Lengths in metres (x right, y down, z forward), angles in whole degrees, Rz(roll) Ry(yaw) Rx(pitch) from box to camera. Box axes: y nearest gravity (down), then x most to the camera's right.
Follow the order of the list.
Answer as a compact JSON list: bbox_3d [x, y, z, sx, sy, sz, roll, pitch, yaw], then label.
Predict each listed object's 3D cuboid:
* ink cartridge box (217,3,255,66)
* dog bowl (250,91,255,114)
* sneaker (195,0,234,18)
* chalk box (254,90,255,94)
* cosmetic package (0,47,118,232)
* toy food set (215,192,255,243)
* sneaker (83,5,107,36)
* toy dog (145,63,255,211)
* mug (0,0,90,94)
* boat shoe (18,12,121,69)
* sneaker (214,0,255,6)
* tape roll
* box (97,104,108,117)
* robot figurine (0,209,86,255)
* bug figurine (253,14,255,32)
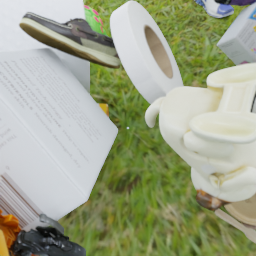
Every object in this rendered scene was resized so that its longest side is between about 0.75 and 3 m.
[{"bbox_3d":[3.043,-1.822,6.344,1.625,0.688,1.174,39,81,-14],"label":"ink cartridge box"},{"bbox_3d":[3.119,-0.018,3.524,2.789,2.789,1.028,6,40,4],"label":"dog bowl"},{"bbox_3d":[3.150,-4.893,10.334,0.704,1.007,1.744,-25,57,-17],"label":"sneaker"},{"bbox_3d":[2.944,0.085,6.115,2.479,1.536,1.547,31,49,22],"label":"chalk box"},{"bbox_3d":[-1.489,0.194,3.844,1.815,1.804,2.169,-36,11,15],"label":"cosmetic package"},{"bbox_3d":[2.421,1.606,5.744,1.074,0.312,1.556,32,44,24],"label":"toy food set"},{"bbox_3d":[-0.712,-1.785,5.495,0.562,1.341,0.515,-10,60,13],"label":"sneaker"},{"bbox_3d":[0.978,0.294,3.122,1.475,1.521,1.062,-7,41,27],"label":"toy dog"},{"bbox_3d":[-2.161,-1.907,5.251,2.553,2.912,2.149,-7,33,-13],"label":"mug"},{"bbox_3d":[-0.780,-1.381,4.234,0.613,1.674,0.543,17,92,47],"label":"boat shoe"},{"bbox_3d":[2.216,-3.982,6.851,1.232,1.066,2.815,-9,52,-7],"label":"sneaker"},{"bbox_3d":[0.372,-1.164,4.579,0.331,1.810,1.810,-24,48,26],"label":"tape roll"},{"bbox_3d":[-1.759,0.054,6.942,2.447,0.507,1.457,1,53,4],"label":"box"},{"bbox_3d":[-1.557,1.322,2.621,1.876,2.588,0.753,-29,31,18],"label":"robot figurine"},{"bbox_3d":[3.039,-2.038,5.095,1.321,0.340,1.024,-31,75,21],"label":"bug figurine"}]
